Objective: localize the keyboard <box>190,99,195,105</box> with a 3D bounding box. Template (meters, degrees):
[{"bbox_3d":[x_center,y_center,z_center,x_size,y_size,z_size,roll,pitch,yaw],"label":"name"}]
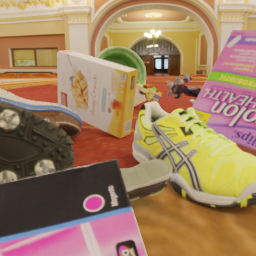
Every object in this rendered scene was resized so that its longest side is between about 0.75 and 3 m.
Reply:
[{"bbox_3d":[2.185,-0.505,8.182,0.121,0.641,2.276,-39,5,10],"label":"keyboard"}]

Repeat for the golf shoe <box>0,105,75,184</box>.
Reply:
[{"bbox_3d":[-2.137,0.255,3.651,2.848,1.099,1.254,3,-3,-11],"label":"golf shoe"}]

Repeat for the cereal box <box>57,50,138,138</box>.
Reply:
[{"bbox_3d":[-0.790,-0.812,6.351,2.074,1.492,0.410,22,30,30],"label":"cereal box"}]

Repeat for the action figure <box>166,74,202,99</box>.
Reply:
[{"bbox_3d":[1.768,-1.127,8.372,1.388,0.482,0.903,18,-34,-7],"label":"action figure"}]

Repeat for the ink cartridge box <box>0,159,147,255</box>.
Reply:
[{"bbox_3d":[-0.853,0.742,1.490,1.873,0.347,0.887,-13,38,-8],"label":"ink cartridge box"}]

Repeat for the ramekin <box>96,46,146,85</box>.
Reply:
[{"bbox_3d":[-0.512,-2.177,11.917,2.342,2.342,1.144,-4,4,-18],"label":"ramekin"}]

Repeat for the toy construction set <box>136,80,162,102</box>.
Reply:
[{"bbox_3d":[0.454,-1.261,9.286,1.252,0.577,0.821,17,7,19],"label":"toy construction set"}]

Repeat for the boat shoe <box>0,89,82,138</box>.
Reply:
[{"bbox_3d":[-1.767,0.005,5.074,0.830,0.832,2.298,-30,-28,34],"label":"boat shoe"}]

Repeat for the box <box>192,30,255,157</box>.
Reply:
[{"bbox_3d":[2.026,-0.443,4.207,0.879,1.819,1.600,32,-5,-43],"label":"box"}]

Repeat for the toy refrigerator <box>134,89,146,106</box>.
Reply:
[{"bbox_3d":[-0.007,-1.438,11.056,0.775,0.714,2.040,-28,25,-2],"label":"toy refrigerator"}]

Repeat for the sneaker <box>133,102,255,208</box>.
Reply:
[{"bbox_3d":[0.789,0.250,3.647,0.879,0.891,2.332,-18,23,-33],"label":"sneaker"}]

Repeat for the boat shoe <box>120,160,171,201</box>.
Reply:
[{"bbox_3d":[-0.041,0.616,2.958,1.036,0.312,0.369,-9,40,-13],"label":"boat shoe"}]
